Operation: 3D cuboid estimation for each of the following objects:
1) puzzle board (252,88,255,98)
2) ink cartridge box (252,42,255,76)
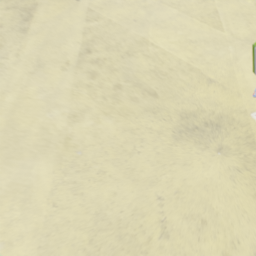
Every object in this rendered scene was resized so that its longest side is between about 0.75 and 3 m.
[{"bbox_3d":[4.164,-1.440,7.011,1.391,0.161,1.846,26,89,43],"label":"puzzle board"},{"bbox_3d":[3.553,-1.133,6.184,0.659,1.286,1.740,-34,61,10],"label":"ink cartridge box"}]
